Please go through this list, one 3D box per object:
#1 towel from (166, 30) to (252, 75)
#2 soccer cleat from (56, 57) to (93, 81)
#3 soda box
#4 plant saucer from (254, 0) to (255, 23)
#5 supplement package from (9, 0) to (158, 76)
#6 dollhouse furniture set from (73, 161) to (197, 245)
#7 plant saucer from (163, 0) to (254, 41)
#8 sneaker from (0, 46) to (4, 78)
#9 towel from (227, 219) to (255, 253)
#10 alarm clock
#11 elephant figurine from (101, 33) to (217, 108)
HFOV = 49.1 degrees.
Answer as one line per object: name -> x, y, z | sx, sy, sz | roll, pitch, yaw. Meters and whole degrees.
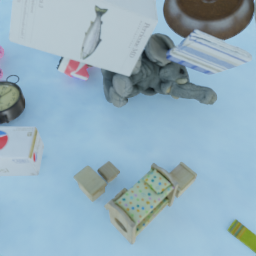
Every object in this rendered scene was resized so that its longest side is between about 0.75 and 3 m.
towel -> 1.518, -1.447, 5.617 | 1.223, 1.665, 0.198 | 19, 88, -9
soccer cleat -> -1.430, -2.604, 9.482 | 1.012, 0.943, 2.764 | 30, 45, -12
soda box -> -3.620, 0.590, 6.906 | 2.795, 0.890, 0.952 | 0, 53, -1
plant saucer -> 3.390, -2.454, 6.120 | 0.637, 2.537, 2.537 | -21, 54, 4
supplement package -> -0.866, -2.318, 5.570 | 2.499, 1.461, 1.466 | 13, 49, -17
dollhouse furniture set -> 0.194, 0.997, 6.384 | 2.188, 1.216, 1.935 | -38, 61, -25
plant saucer -> 1.841, -2.901, 6.411 | 2.081, 0.381, 2.081 | -3, 68, 7
sneaker -> -4.578, -2.315, 9.090 | 0.804, 0.970, 2.035 | -10, 55, -9
towel -> 2.592, 2.365, 6.066 | 0.811, 0.073, 0.349 | 37, 62, 24
alarm clock -> -3.630, -0.870, 8.184 | 1.294, 0.639, 1.919 | 5, 55, 5
elephant figurine -> 0.778, -1.634, 8.239 | 2.933, 2.276, 2.076 | -10, 8, -20
